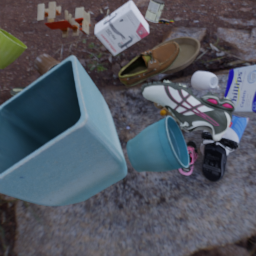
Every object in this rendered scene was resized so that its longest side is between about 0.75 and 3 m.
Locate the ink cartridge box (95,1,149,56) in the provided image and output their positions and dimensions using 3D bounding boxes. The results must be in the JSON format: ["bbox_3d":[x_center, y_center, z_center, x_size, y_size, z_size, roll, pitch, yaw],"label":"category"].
[{"bbox_3d":[-0.234,-3.584,10.217,1.639,1.194,0.695,-24,44,26],"label":"ink cartridge box"}]

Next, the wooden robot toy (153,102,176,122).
[{"bbox_3d":[1.454,-0.939,9.986,1.087,1.055,2.395,36,44,-4],"label":"wooden robot toy"}]

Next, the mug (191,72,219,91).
[{"bbox_3d":[3.142,-1.764,11.037,0.746,1.011,0.886,-63,30,0],"label":"mug"}]

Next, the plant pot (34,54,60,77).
[{"bbox_3d":[-3.106,-2.322,11.053,1.052,1.052,1.042,-36,61,-27],"label":"plant pot"}]

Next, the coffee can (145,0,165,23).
[{"bbox_3d":[1.077,-4.778,11.366,0.580,0.793,0.580,13,37,-10],"label":"coffee can"}]

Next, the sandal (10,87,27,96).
[{"bbox_3d":[-2.767,-0.832,9.173,2.098,0.599,0.833,16,11,-38],"label":"sandal"}]

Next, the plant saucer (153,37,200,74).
[{"bbox_3d":[1.866,-3.040,11.861,2.417,0.356,2.417,-18,41,16],"label":"plant saucer"}]

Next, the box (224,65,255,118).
[{"bbox_3d":[4.133,-1.168,9.320,0.896,1.709,1.571,13,87,-22],"label":"box"}]

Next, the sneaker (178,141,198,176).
[{"bbox_3d":[2.326,1.010,10.548,0.608,0.734,1.540,12,49,12],"label":"sneaker"}]

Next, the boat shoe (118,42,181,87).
[{"bbox_3d":[0.785,-2.340,10.183,2.485,0.845,0.894,-35,71,10],"label":"boat shoe"}]

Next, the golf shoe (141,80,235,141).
[{"bbox_3d":[1.642,-0.585,8.393,2.873,1.109,1.266,18,86,15],"label":"golf shoe"}]

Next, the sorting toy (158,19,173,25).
[{"bbox_3d":[1.674,-5.124,13.570,0.534,0.187,1.107,2,14,-32],"label":"sorting toy"}]

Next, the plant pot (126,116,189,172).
[{"bbox_3d":[0.816,0.632,8.245,1.458,1.551,1.551,-22,45,23],"label":"plant pot"}]

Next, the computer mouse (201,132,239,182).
[{"bbox_3d":[3.148,1.050,9.911,1.294,1.868,0.492,20,32,33],"label":"computer mouse"}]

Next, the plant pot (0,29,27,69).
[{"bbox_3d":[-4.383,-2.697,9.909,1.069,1.069,1.143,44,101,31],"label":"plant pot"}]

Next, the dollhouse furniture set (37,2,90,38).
[{"bbox_3d":[-2.387,-4.038,10.881,1.725,1.744,0.898,0,85,20],"label":"dollhouse furniture set"}]

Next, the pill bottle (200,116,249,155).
[{"bbox_3d":[3.724,0.113,10.889,1.360,1.360,2.423,24,53,19],"label":"pill bottle"}]

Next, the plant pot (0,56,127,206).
[{"bbox_3d":[-1.545,0.438,7.471,2.779,2.831,2.771,-32,43,11],"label":"plant pot"}]
